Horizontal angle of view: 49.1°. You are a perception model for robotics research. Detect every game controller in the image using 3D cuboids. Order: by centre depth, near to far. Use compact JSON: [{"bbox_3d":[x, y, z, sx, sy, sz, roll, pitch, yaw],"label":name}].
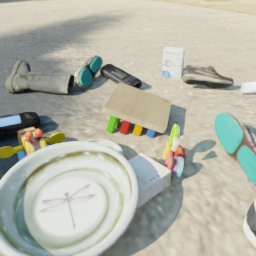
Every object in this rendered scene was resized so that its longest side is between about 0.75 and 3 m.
[{"bbox_3d":[-3.973,-0.049,8.510,2.460,0.518,1.283,-12,33,-21],"label":"game controller"}]

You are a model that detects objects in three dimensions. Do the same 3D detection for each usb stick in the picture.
[{"bbox_3d":[-0.370,-2.216,12.124,0.728,0.428,2.624,-32,41,-18],"label":"usb stick"}]

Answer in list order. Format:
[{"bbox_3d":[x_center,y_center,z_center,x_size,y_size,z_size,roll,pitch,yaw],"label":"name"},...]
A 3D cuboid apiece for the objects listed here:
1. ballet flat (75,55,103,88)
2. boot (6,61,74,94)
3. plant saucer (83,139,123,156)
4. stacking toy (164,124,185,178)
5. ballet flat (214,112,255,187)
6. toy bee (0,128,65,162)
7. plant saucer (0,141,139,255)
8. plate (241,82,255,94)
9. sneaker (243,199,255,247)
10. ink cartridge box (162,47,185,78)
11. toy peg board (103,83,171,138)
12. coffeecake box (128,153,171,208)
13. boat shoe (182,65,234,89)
[{"bbox_3d":[-1.833,-2.367,12.132,0.837,0.837,2.326,9,41,15],"label":"ballet flat"},{"bbox_3d":[-3.497,-2.116,11.584,2.472,0.897,2.248,-6,45,4],"label":"boot"},{"bbox_3d":[-0.841,0.811,7.224,1.446,0.363,1.446,0,32,0],"label":"plant saucer"},{"bbox_3d":[1.269,0.582,6.967,0.518,1.110,1.227,14,31,0],"label":"stacking toy"},{"bbox_3d":[3.157,0.548,7.331,0.942,0.915,2.647,11,32,-19],"label":"ballet flat"},{"bbox_3d":[-2.199,0.481,6.870,2.443,1.328,1.599,23,36,33],"label":"toy bee"},{"bbox_3d":[-1.190,1.465,5.573,2.853,0.716,2.853,-3,40,2],"label":"plant saucer"},{"bbox_3d":[5.116,-1.596,11.246,1.033,0.167,1.035,0,28,27],"label":"plate"},{"bbox_3d":[3.094,1.878,4.182,1.084,1.659,2.966,-17,35,-26],"label":"sneaker"},{"bbox_3d":[2.028,-2.964,12.653,0.890,1.232,0.521,10,32,16],"label":"ink cartridge box"},{"bbox_3d":[0.268,-0.397,8.962,1.887,0.927,1.894,19,34,2],"label":"toy peg board"},{"bbox_3d":[0.199,1.210,6.457,1.269,0.464,0.974,-25,39,-35],"label":"coffeecake box"},{"bbox_3d":[3.247,-2.111,11.222,2.148,0.787,0.800,7,-9,-12],"label":"boat shoe"}]
